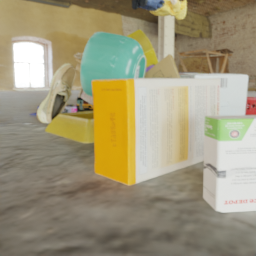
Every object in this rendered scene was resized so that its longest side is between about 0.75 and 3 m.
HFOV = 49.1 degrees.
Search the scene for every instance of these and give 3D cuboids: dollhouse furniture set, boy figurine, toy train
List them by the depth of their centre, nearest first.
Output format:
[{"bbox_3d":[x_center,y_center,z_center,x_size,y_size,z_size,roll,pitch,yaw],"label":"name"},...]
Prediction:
[{"bbox_3d":[-1.652,-1.523,10.898,1.839,2.156,1.053,31,24,7],"label":"dollhouse furniture set"},{"bbox_3d":[1.455,-4.886,11.117,2.555,0.823,1.589,-5,10,-32],"label":"boy figurine"},{"bbox_3d":[-1.315,-0.866,11.980,1.952,1.113,0.832,1,23,11],"label":"toy train"}]

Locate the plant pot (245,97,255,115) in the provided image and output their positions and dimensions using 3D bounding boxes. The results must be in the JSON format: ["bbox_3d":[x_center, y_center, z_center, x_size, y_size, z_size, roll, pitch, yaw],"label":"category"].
[{"bbox_3d":[5.444,-0.895,12.777,1.122,1.022,1.122,-1,10,0],"label":"plant pot"}]

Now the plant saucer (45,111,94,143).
[{"bbox_3d":[-1.098,-0.171,9.720,2.703,0.655,2.704,-10,14,-41],"label":"plant saucer"}]

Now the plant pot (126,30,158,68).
[{"bbox_3d":[0.320,-2.542,11.345,1.915,1.915,1.689,-30,35,-5],"label":"plant pot"}]

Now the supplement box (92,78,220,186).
[{"bbox_3d":[0.716,-0.114,5.877,2.916,1.838,1.072,-8,11,-41],"label":"supplement box"}]

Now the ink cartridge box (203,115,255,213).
[{"bbox_3d":[1.619,0.481,4.040,0.940,1.292,0.543,-1,8,-7],"label":"ink cartridge box"}]

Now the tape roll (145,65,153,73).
[{"bbox_3d":[0.972,-1.558,10.093,0.442,1.347,1.347,-35,20,-14],"label":"tape roll"}]

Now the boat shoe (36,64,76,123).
[{"bbox_3d":[-2.574,-1.329,10.849,0.851,2.619,0.945,8,-24,37],"label":"boat shoe"}]

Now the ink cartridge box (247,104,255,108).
[{"bbox_3d":[6.139,-1.163,15.017,1.864,0.774,1.367,-3,10,-16],"label":"ink cartridge box"}]

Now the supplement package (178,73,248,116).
[{"bbox_3d":[3.016,-1.295,11.989,2.658,2.044,2.780,-5,13,-24],"label":"supplement package"}]

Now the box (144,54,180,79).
[{"bbox_3d":[1.024,-1.359,8.688,1.296,1.585,0.169,-35,-41,31],"label":"box"}]

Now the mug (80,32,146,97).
[{"bbox_3d":[-0.297,-1.723,8.774,1.509,2.005,2.440,15,-13,15],"label":"mug"}]

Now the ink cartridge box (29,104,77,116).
[{"bbox_3d":[-3.572,-0.949,14.615,2.736,0.574,1.632,-2,9,0],"label":"ink cartridge box"}]
